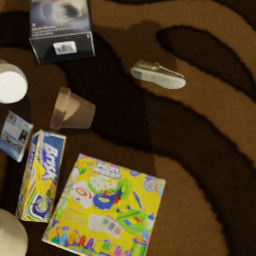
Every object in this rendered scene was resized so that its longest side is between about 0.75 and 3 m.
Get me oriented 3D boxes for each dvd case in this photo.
[{"bbox_3d":[-4.057,0.269,9.996,1.137,0.140,1.594,31,108,17],"label":"dvd case"}]

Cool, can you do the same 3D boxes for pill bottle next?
[{"bbox_3d":[-4.544,-1.688,10.242,1.389,1.389,2.503,-37,33,-17],"label":"pill bottle"}]

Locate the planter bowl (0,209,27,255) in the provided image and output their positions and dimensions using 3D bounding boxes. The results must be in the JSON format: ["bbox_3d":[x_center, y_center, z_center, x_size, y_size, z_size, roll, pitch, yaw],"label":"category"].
[{"bbox_3d":[-3.775,2.920,7.343,1.970,1.326,1.970,4,46,-4],"label":"planter bowl"}]

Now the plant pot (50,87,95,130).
[{"bbox_3d":[-2.005,-0.571,10.379,1.388,1.591,1.591,16,62,-13],"label":"plant pot"}]

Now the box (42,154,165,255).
[{"bbox_3d":[-0.593,2.609,8.485,2.750,1.678,2.649,17,64,9],"label":"box"}]

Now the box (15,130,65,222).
[{"bbox_3d":[-2.712,1.481,8.716,0.859,0.936,2.673,16,70,-30],"label":"box"}]

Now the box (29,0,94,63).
[{"bbox_3d":[-2.879,-4.359,12.181,2.478,1.527,2.458,-9,62,-5],"label":"box"}]

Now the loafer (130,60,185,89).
[{"bbox_3d":[1.266,-2.291,11.473,2.293,0.862,0.798,19,69,10],"label":"loafer"}]
